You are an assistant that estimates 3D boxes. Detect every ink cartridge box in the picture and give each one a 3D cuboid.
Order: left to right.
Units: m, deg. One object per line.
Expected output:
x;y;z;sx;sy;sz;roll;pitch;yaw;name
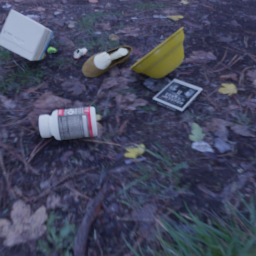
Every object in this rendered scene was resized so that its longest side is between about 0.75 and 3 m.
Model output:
-4.687;-4.205;13.011;1.616;1.608;2.203;27;10;-13;ink cartridge box

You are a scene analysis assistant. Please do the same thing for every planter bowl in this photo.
1.578;-3.093;12.625;1.230;2.952;2.952;52;52;-10;planter bowl

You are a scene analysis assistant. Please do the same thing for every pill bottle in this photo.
-2.108;-0.130;9.986;1.936;1.072;1.072;-6;43;-7;pill bottle

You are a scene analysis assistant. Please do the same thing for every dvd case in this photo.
2.120;-1.381;11.958;1.418;0.233;1.886;26;48;26;dvd case

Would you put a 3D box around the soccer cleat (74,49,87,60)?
-2.483;-3.943;14.561;0.355;0.441;1.034;19;47;19;soccer cleat

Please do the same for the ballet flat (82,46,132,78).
-0.877;-3.279;13.310;2.896;1.048;0.982;-30;95;-33;ballet flat

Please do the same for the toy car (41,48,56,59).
-4.343;-4.070;14.812;1.069;0.253;1.136;-18;48;-20;toy car
